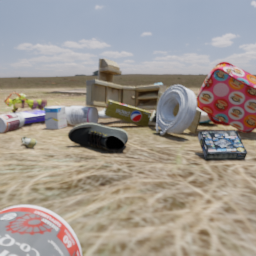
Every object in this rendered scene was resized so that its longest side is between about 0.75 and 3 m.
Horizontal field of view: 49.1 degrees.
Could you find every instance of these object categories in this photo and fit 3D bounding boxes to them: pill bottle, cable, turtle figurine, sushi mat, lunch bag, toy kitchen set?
[{"bbox_3d":[-2.159,-0.531,12.426,1.542,0.874,0.874,4,11,21],"label":"pill bottle"},{"bbox_3d":[-1.018,1.361,1.878,1.047,1.047,1.807,1,10,5],"label":"pill bottle"},{"bbox_3d":[1.745,-0.654,10.243,0.615,1.776,1.776,13,-22,-32],"label":"cable"},{"bbox_3d":[-5.257,-1.154,14.069,2.070,0.827,2.567,4,-29,-32],"label":"turtle figurine"},{"bbox_3d":[1.919,-0.628,11.031,0.126,0.999,2.088,-22,41,-39],"label":"sushi mat"},{"bbox_3d":[-4.819,-0.229,11.357,0.671,0.671,1.175,4,12,19],"label":"pill bottle"},{"bbox_3d":[4.004,-1.000,10.761,2.626,2.313,1.076,31,42,7],"label":"lunch bag"},{"bbox_3d":[-0.072,-1.986,12.340,2.453,2.218,2.719,1,-1,40],"label":"toy kitchen set"}]

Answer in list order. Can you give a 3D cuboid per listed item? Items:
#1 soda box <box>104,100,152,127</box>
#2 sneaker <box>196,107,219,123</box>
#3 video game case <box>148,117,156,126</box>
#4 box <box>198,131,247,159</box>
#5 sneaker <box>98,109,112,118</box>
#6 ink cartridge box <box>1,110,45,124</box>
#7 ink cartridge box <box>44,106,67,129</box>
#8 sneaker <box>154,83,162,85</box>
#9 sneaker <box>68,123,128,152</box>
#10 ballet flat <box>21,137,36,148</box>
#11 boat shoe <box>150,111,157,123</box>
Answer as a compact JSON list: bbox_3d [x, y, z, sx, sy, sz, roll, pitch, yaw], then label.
[{"bbox_3d":[-0.024,-0.624,12.139,1.937,0.656,0.620,15,8,-12],"label":"soda box"},{"bbox_3d":[3.317,-0.886,13.468,1.128,1.191,2.948,-2,12,-17],"label":"sneaker"},{"bbox_3d":[1.103,-0.364,13.465,1.262,0.159,1.762,-10,15,-42],"label":"video game case"},{"bbox_3d":[2.591,0.464,7.763,1.111,0.256,0.883,-1,41,-3],"label":"box"},{"bbox_3d":[-0.974,-0.879,14.834,1.797,0.636,0.656,-5,11,-13],"label":"sneaker"},{"bbox_3d":[-4.629,-0.493,13.264,2.000,0.434,1.981,7,14,42],"label":"ink cartridge box"},{"bbox_3d":[-3.071,-0.437,11.848,0.649,0.897,0.661,2,11,20],"label":"ink cartridge box"},{"bbox_3d":[1.884,-1.559,15.206,0.891,2.175,0.804,-24,49,10],"label":"sneaker"},{"bbox_3d":[-0.971,0.281,8.506,1.908,0.714,1.014,2,9,3],"label":"sneaker"},{"bbox_3d":[-3.158,0.431,8.798,0.313,0.313,0.885,-8,9,-35],"label":"ballet flat"},{"bbox_3d":[1.286,-0.485,12.370,0.468,0.497,1.385,25,16,11],"label":"boat shoe"}]
